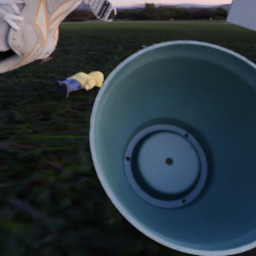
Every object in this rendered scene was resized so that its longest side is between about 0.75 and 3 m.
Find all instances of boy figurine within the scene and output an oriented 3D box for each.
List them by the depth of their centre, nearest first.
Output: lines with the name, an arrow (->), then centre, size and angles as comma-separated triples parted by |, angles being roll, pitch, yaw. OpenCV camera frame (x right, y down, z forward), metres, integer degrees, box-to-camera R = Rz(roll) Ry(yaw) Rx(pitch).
boy figurine -> -1.892, -1.800, 11.209 | 1.315, 0.682, 2.116 | 22, 31, 33

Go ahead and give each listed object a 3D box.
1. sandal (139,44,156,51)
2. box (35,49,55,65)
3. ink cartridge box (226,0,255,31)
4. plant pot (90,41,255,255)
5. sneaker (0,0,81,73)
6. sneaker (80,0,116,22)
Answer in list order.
sandal -> 0.780, -2.734, 10.153 | 0.383, 0.534, 1.344 | -10, 14, -25
box -> -2.108, -2.232, 5.615 | 0.450, 1.832, 1.476 | -30, 14, -14
ink cartridge box -> 3.480, -2.748, 5.905 | 1.700, 0.979, 2.330 | 33, 49, 29
plant pot -> 0.827, 0.389, 4.401 | 2.822, 2.822, 1.891 | 2, -20, -6
sneaker -> -1.023, -1.198, 2.773 | 0.758, 2.003, 0.921 | 39, 51, -4
sneaker -> -1.300, -4.593, 10.116 | 2.023, 0.760, 0.820 | 22, 25, -39
